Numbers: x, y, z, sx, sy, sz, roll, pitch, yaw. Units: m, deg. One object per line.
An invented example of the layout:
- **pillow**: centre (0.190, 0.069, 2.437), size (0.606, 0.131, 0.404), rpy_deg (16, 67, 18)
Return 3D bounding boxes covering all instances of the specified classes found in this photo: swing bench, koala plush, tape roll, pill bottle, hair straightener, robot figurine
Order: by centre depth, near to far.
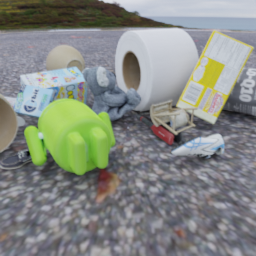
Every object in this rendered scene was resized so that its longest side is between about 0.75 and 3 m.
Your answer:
- **robot figurine**: centre (-1.408, 0.144, 7.228), size (2.277, 1.501, 2.595), rpy_deg (-15, 30, -27)
- **swing bench**: centre (1.381, -0.361, 8.609), size (1.060, 0.688, 1.054), rpy_deg (22, 28, 39)
- **hair straightener**: centre (1.014, -0.050, 9.156), size (0.813, 0.432, 2.113), rpy_deg (-8, 24, -34)
- **koala plush**: centre (-0.810, -1.288, 9.661), size (1.690, 1.839, 1.631), rpy_deg (-39, 29, -17)
- **pill bottle**: centre (4.795, -1.242, 10.090), size (2.955, 1.671, 1.671), rpy_deg (15, 28, 29)
- **tape roll**: centre (1.003, -2.265, 10.869), size (2.057, 2.996, 2.996), rpy_deg (-11, 27, -24)

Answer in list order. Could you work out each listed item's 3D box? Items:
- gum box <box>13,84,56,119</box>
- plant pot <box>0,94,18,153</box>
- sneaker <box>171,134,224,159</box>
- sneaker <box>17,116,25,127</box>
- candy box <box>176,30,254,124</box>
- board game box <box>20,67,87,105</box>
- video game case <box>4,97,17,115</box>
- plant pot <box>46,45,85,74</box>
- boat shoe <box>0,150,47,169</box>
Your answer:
- **gum box**: centre (-3.149, -0.877, 9.385), size (1.196, 1.016, 0.266), rpy_deg (12, -15, 14)
- **plant pot**: centre (-4.097, -0.335, 7.415), size (2.024, 2.024, 1.359), rpy_deg (-13, 36, -26)
- **sneaker**: centre (1.903, 0.555, 7.429), size (1.731, 0.627, 0.622), rpy_deg (-7, -14, -29)
- **sneaker**: centre (-3.886, -0.174, 9.106), size (0.477, 0.340, 0.961), rpy_deg (-14, -9, 43)
- **candy box**: centre (2.807, -1.641, 9.243), size (1.397, 2.734, 0.361), rpy_deg (26, 8, 2)
- **board game box**: centre (-2.877, -1.459, 10.980), size (2.261, 1.165, 1.186), rpy_deg (-16, 46, -28)
- **video game case**: centre (-5.045, -0.804, 11.055), size (1.991, 0.229, 1.814), rpy_deg (10, 26, 18)
- **plant pot**: centre (-2.903, -3.038, 13.872), size (1.930, 1.930, 1.296), rpy_deg (-17, 28, -32)
- **boat shoe**: centre (-2.758, 0.713, 7.380), size (1.243, 0.390, 0.452), rpy_deg (-16, 49, -34)
